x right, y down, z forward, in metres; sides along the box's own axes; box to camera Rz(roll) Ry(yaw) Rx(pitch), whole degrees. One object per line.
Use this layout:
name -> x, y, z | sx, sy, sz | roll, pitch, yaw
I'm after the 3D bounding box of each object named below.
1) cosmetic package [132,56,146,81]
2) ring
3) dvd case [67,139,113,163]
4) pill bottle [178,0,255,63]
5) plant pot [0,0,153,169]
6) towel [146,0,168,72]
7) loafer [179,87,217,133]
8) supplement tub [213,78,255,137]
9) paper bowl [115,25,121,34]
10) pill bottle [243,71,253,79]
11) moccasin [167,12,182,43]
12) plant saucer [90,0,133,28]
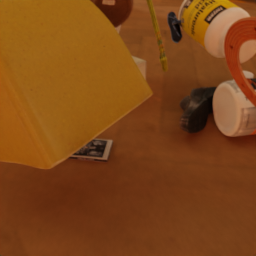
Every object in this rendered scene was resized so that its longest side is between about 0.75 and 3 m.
cosmetic package -> -0.681, -2.484, 11.457 | 2.644, 0.966, 1.369 | 28, 45, 33
ring -> 3.011, -1.139, 5.916 | 0.255, 2.656, 2.656 | -35, 44, -3
dvd case -> -1.072, 0.612, 8.014 | 1.144, 0.141, 0.860 | 5, 37, 6
pill bottle -> 2.960, -3.303, 9.168 | 1.593, 1.593, 2.862 | -13, 45, -16
plant pot -> -1.679, -1.138, 5.356 | 2.633, 2.694, 2.616 | -4, 27, 49
towel -> 0.890, -3.181, 9.188 | 0.234, 1.114, 2.589 | -13, 80, 7
loafer -> 2.127, -0.617, 9.082 | 0.986, 0.993, 2.729 | 11, 28, 28
supplement tub -> 4.146, -0.698, 8.468 | 2.738, 1.677, 1.677 | -8, 38, -9
paper bowl -> -0.940, -3.704, 9.026 | 1.514, 2.912, 2.912 | 17, 36, -11
pill bottle -> 3.814, -1.242, 9.522 | 0.722, 1.286, 0.722 | -1, 37, 1
moccasin -> 1.520, -3.165, 8.707 | 0.427, 0.362, 1.061 | -6, 77, -33
plant saucer -> -0.404, -2.801, 6.547 | 1.165, 1.165, 0.172 | -13, 54, -16
